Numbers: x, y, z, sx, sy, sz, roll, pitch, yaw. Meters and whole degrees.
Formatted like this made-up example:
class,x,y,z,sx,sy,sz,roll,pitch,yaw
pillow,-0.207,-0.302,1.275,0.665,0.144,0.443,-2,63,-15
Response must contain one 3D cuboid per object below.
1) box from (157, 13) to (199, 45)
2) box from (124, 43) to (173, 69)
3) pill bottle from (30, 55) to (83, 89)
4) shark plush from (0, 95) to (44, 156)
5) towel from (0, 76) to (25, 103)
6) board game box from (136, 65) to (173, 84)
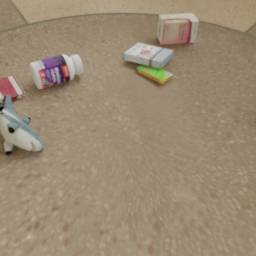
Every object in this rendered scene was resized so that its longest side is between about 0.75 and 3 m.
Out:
class,x,y,z,sx,sy,sz,roll,pitch,yaw
box,2.687,-5.421,15.383,1.981,1.267,1.079,-6,45,-6
box,1.045,-3.649,14.067,2.017,0.415,1.572,19,42,23
pill bottle,-3.183,-2.600,12.609,2.143,1.194,1.194,-22,49,-20
shark plush,-4.147,-0.102,10.417,1.183,1.290,2.840,-8,37,-36
towel,-5.955,-1.513,12.088,2.510,0.285,1.808,-20,46,-27
board game box,1.222,-2.611,13.264,0.789,0.248,1.653,-32,53,-32
